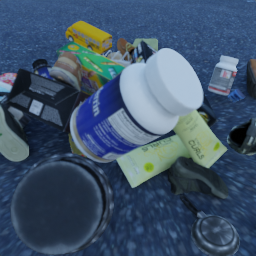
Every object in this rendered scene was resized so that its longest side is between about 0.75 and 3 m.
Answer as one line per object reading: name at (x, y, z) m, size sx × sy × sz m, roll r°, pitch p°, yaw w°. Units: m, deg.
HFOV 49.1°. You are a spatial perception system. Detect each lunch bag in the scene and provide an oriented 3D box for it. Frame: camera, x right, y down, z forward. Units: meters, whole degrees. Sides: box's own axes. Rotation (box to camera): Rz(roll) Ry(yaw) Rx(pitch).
lunch bag at (-4.598, -1.710, 10.856) m, size 1.036 × 0.482 × 1.176 m, roll 13°, pitch 37°, yaw 18°

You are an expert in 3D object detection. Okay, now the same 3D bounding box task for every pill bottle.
pill bottle at (-0.987, 1.189, 4.642) m, size 1.463 × 1.463 × 2.616 m, roll 1°, pitch -10°, yaw -5°
pill bottle at (-2.972, -1.812, 10.064) m, size 0.702 × 0.702 × 1.255 m, roll -19°, pitch 74°, yaw -25°
pill bottle at (0.083, -0.323, 4.976) m, size 2.256 × 1.306 × 1.306 m, roll -31°, pitch 14°, yaw 39°
pill bottle at (3.408, -1.868, 9.988) m, size 0.746 × 1.288 × 0.746 m, roll 14°, pitch 16°, yaw -4°

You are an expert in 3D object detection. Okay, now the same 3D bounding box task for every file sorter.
file sorter at (-0.437, -2.155, 9.912) m, size 1.447 × 1.004 × 0.901 m, roll 12°, pitch 45°, yaw 17°

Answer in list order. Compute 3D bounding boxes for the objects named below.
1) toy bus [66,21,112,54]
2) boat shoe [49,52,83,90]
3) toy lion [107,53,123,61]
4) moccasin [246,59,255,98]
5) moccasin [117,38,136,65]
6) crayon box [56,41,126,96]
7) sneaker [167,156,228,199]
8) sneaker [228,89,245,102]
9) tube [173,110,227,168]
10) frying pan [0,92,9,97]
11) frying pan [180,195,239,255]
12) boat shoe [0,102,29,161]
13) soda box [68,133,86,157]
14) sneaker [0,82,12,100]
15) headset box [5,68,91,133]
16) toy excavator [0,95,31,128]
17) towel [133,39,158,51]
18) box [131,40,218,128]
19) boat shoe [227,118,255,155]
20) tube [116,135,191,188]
toy bus at (-1.319, -2.993, 9.198) m, size 1.660 × 0.650 × 0.540 m, roll 33°, pitch 55°, yaw 23°
boat shoe at (-1.682, -1.612, 8.187) m, size 0.899 × 0.852 × 2.373 m, roll 23°, pitch -3°, yaw -11°
toy lion at (-1.075, -1.720, 10.503) m, size 2.591 × 0.890 × 2.484 m, roll -4°, pitch 49°, yaw 3°
moccasin at (5.183, -1.921, 10.803) m, size 1.111 × 1.053 × 2.878 m, roll 4°, pitch 25°, yaw 21°
moccasin at (0.132, -3.147, 11.851) m, size 0.731 × 0.772 × 1.999 m, roll -2°, pitch 52°, yaw -33°
crayon box at (-1.088, -1.612, 9.148) m, size 2.593 × 1.540 × 0.755 m, roll 32°, pitch 60°, yaw 29°
sneaker at (1.552, 1.291, 6.526) m, size 1.483 × 0.850 × 0.567 m, roll 27°, pitch 41°, yaw -10°
sneaker at (3.506, -1.022, 9.103) m, size 0.367 × 0.408 × 0.993 m, roll 55°, pitch 14°, yaw 7°
tube at (1.528, 0.151, 6.333) m, size 0.687 × 2.368 × 0.615 m, roll -16°, pitch 44°, yaw 31°
frying pan at (-3.042, -1.007, 9.298) m, size 1.710 × 0.460 × 2.826 m, roll 12°, pitch 19°, yaw 21°
frying pan at (1.727, 1.934, 5.855) m, size 0.942 × 0.254 × 1.558 m, roll -2°, pitch 38°, yaw -4°
boat shoe at (-3.306, -0.187, 7.112) m, size 0.831 × 2.313 × 0.782 m, roll -22°, pitch 34°, yaw 3°
soda box at (-1.397, 0.539, 7.723) m, size 0.328 × 0.347 × 1.026 m, roll -10°, pitch 35°, yaw -14°
sneaker at (-5.108, -1.206, 9.674) m, size 2.707 × 1.001 × 1.109 m, roll 13°, pitch 32°, yaw 19°
headset box at (-1.476, -0.480, 7.607) m, size 2.015 × 1.045 × 2.707 m, roll 23°, pitch 2°, yaw 27°
toy excavator at (-3.742, 0.068, 7.964) m, size 1.805 × 0.902 × 1.755 m, roll -48°, pitch 27°, yaw -9°
towel at (0.908, -4.321, 14.770) m, size 1.349 × 0.332 × 1.818 m, roll 2°, pitch 36°, yaw 5°
box at (1.382, -1.341, 8.828) m, size 2.830 × 0.651 × 2.250 m, roll 33°, pitch 28°, yaw -21°
boat shoe at (2.761, 0.163, 6.560) m, size 0.856 × 0.909 × 2.532 m, roll 12°, pitch -1°, yaw 4°
tube at (1.027, 0.661, 7.328) m, size 2.627 × 0.682 × 0.762 m, roll -19°, pitch 15°, yaw -20°
